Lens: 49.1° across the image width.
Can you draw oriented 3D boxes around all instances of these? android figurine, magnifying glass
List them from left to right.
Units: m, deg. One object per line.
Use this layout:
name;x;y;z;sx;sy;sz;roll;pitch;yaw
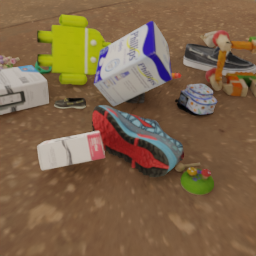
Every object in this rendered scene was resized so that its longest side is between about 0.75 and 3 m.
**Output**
magnifying glass;-3.446;-2.195;10.742;0.611;0.172;1.536;40;39;-13
android figurine;-1.879;-2.752;10.038;2.640;2.403;0.542;1;6;-18

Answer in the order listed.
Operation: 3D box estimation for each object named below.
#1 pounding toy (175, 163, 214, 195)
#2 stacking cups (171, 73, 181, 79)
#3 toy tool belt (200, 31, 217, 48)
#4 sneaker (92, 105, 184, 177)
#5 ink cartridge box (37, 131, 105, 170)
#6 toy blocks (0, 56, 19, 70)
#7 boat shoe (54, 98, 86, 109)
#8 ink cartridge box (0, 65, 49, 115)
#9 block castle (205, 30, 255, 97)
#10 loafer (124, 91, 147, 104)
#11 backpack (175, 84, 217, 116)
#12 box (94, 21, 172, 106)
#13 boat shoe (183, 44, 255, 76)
pounding toy;1.507;0.994;6.207;0.717;0.431;0.929;-8;36;-12
stacking cups;1.546;-1.909;10.272;0.797;0.241;0.241;1;27;44
toy tool belt;4.196;-4.427;13.691;1.223;0.763;0.751;-16;46;-22
sneaker;0.196;0.231;7.030;2.676;1.061;1.278;36;35;30
ink cartridge box;-1.244;0.480;6.272;1.343;0.570;0.978;-13;4;-7
toy blocks;-4.591;-2.204;10.420;0.899;0.840;0.757;12;31;12
boat shoe;-1.851;-0.824;8.914;1.010;0.304;0.360;0;35;0
ink cartridge box;-3.964;-1.140;8.722;2.526;0.857;1.465;-18;40;-31
block castle;4.229;-2.205;9.498;2.862;1.912;1.343;4;34;3
loafer;0.368;-1.367;9.506;0.653;0.658;1.808;20;44;1
backpack;2.191;-0.861;8.599;1.064;0.820;1.014;-15;48;-25
box;0.148;-1.935;8.418;2.027;1.063;1.864;-22;41;24
boat shoe;3.632;-2.795;11.140;2.874;0.974;1.031;20;40;26
